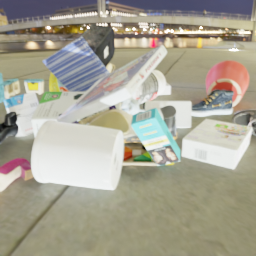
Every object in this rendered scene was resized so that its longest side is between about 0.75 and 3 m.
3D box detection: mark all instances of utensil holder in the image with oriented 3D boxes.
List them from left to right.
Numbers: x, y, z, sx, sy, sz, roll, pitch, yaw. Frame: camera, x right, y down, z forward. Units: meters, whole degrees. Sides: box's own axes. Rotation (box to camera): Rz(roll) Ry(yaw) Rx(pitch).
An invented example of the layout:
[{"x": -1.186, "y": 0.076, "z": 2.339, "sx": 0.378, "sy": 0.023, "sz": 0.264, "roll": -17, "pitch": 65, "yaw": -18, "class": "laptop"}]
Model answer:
[{"x": -1.184, "y": 0.687, "z": 7.078, "sx": 1.905, "sy": 1.619, "sz": 1.619, "roll": 6, "pitch": 21, "yaw": 10, "class": "utensil holder"}]

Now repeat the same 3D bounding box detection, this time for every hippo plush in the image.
[{"x": 0.005, "y": -0.782, "z": 11.488, "sx": 1.382, "sy": 1.101, "sz": 1.112, "roll": 38, "pitch": -5, "yaw": 0, "class": "hippo plush"}]

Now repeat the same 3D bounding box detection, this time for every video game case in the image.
[{"x": -0.472, "y": -1.192, "z": 7.987, "sx": 2.795, "sy": 0.321, "sz": 2.546, "roll": -18, "pitch": 25, "yaw": 40, "class": "video game case"}]

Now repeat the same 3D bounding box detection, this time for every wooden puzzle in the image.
[{"x": 0.304, "y": 0.818, "z": 8.691, "sx": 2.020, "sy": 0.236, "sz": 1.363, "roll": -2, "pitch": 21, "yaw": -5, "class": "wooden puzzle"}]

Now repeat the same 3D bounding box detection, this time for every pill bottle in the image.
[{"x": 0.590, "y": -2.087, "z": 14.420, "sx": 1.645, "sy": 1.645, "sz": 2.889, "roll": 17, "pitch": 27, "yaw": 38, "class": "pill bottle"}]

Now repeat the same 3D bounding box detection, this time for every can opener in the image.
[{"x": -4.052, "y": 0.151, "z": 8.791, "sx": 0.684, "sy": 0.848, "sz": 2.158, "roll": -6, "pitch": 22, "yaw": 3, "class": "can opener"}]

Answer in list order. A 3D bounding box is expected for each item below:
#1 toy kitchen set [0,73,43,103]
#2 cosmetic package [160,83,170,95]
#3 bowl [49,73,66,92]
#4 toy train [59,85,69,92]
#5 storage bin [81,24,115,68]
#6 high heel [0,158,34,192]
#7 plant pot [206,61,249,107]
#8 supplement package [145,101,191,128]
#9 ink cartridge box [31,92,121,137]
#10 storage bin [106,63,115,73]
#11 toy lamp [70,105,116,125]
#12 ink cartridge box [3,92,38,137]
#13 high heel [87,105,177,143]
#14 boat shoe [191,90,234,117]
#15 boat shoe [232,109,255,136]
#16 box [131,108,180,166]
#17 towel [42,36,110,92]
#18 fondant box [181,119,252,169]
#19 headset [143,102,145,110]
[{"x": -6.105, "y": -2.412, "z": 15.482, "sx": 2.059, "sy": 1.514, "sz": 2.571, "roll": 1, "pitch": 21, "yaw": 3, "class": "toy kitchen set"}, {"x": 1.257, "y": -2.311, "z": 16.549, "sx": 2.303, "sy": 0.583, "sz": 0.950, "roll": -3, "pitch": 20, "yaw": -8, "class": "cosmetic package"}, {"x": -2.463, "y": -1.667, "z": 12.378, "sx": 1.544, "sy": 2.870, "sz": 2.870, "roll": -15, "pitch": 8, "yaw": 37, "class": "bowl"}, {"x": -2.430, "y": -1.171, "z": 12.130, "sx": 1.708, "sy": 0.475, "sz": 1.283, "roll": 42, "pitch": 11, "yaw": -11, "class": "toy train"}, {"x": -1.366, "y": -3.231, "z": 11.736, "sx": 0.982, "sy": 1.416, "sz": 2.094, "roll": 15, "pitch": 49, "yaw": 13, "class": "storage bin"}, {"x": -3.311, "y": 1.154, "z": 7.191, "sx": 0.843, "sy": 0.592, "sz": 1.758, "roll": 24, "pitch": 27, "yaw": 34, "class": "high heel"}, {"x": 4.845, "y": -2.045, "z": 13.948, "sx": 2.185, "sy": 2.185, "sz": 1.933, "roll": 8, "pitch": 31, "yaw": 20, "class": "plant pot"}, {"x": 1.492, "y": -0.501, "z": 10.761, "sx": 1.695, "sy": 0.994, "sz": 0.991, "roll": 1, "pitch": -2, "yaw": 3, "class": "supplement package"}, {"x": -1.659, "y": -0.348, "z": 9.922, "sx": 2.878, "sy": 1.195, "sz": 2.110, "roll": 0, "pitch": 33, "yaw": -2, "class": "ink cartridge box"}, {"x": -1.911, "y": -2.649, "z": 14.280, "sx": 1.970, "sy": 1.985, "sz": 0.930, "roll": 23, "pitch": 9, "yaw": -5, "class": "storage bin"}, {"x": -1.151, "y": -0.274, "z": 8.561, "sx": 1.672, "sy": 0.487, "sz": 0.487, "roll": -24, "pitch": 28, "yaw": -18, "class": "toy lamp"}, {"x": -3.812, "y": -0.508, "z": 10.381, "sx": 0.614, "sy": 1.429, "sz": 1.046, "roll": -5, "pitch": 14, "yaw": 38, "class": "ink cartridge box"}, {"x": 0.119, "y": 0.258, "z": 8.903, "sx": 2.956, "sy": 2.107, "sz": 1.055, "roll": -10, "pitch": 63, "yaw": 4, "class": "high heel"}, {"x": 3.668, "y": -1.175, "z": 12.784, "sx": 2.387, "sy": 1.083, "sz": 0.844, "roll": -5, "pitch": 21, "yaw": -13, "class": "boat shoe"}, {"x": 5.065, "y": -0.044, "z": 10.011, "sx": 2.798, "sy": 0.935, "sz": 0.797, "roll": 18, "pitch": 22, "yaw": 32, "class": "boat shoe"}, {"x": 0.775, "y": 0.293, "z": 7.591, "sx": 0.714, "sy": 1.736, "sz": 0.427, "roll": -17, "pitch": 38, "yaw": 24, "class": "box"}, {"x": -1.574, "y": -1.869, "z": 10.602, "sx": 2.056, "sy": 2.839, "sz": 0.339, "roll": -20, "pitch": 36, "yaw": 32, "class": "towel"}, {"x": 2.934, "y": 0.430, "z": 9.121, "sx": 1.628, "sy": 0.657, "sz": 2.256, "roll": 13, "pitch": 25, "yaw": 30, "class": "fondant box"}, {"x": 1.402, "y": -0.999, "z": 12.539, "sx": 1.162, "sy": 0.884, "sz": 1.881, "roll": -6, "pitch": 22, "yaw": -21, "class": "headset"}]
